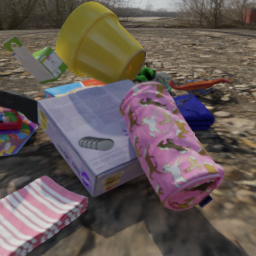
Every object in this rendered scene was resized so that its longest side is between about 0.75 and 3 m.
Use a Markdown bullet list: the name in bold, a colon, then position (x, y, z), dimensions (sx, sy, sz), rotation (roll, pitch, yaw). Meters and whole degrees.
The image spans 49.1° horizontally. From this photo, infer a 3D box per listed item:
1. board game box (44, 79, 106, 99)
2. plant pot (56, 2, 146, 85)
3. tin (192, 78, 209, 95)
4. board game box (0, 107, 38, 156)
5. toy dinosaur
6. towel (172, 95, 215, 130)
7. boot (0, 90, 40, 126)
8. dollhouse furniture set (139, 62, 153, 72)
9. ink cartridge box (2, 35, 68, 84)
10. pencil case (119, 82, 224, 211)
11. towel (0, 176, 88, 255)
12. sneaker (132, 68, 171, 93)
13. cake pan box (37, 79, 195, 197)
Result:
- **board game box**: position (-1.202, -0.964, 9.093), dimensions (2.213, 0.583, 2.892), rotation (-19, 25, -28)
- **plant pot**: position (-0.666, -2.236, 8.281), dimensions (2.016, 2.142, 2.142), rotation (37, 35, 13)
- **tin**: position (2.749, -1.583, 10.786), dimensions (0.173, 0.828, 0.463), rotation (48, 17, 12)
- **board game box**: position (-3.377, -0.232, 7.057), dimensions (1.895, 0.467, 2.399), rotation (22, 28, -6)
- **toy dinosaur**: position (1.854, -1.258, 7.944), dimensions (1.277, 0.739, 1.407), rotation (1, -25, -34)
- **towel**: position (1.573, -0.464, 8.586), dimensions (1.574, 0.528, 2.132), rotation (-5, 23, -1)
- **boot**: position (-2.662, -0.627, 7.608), dimensions (1.653, 0.577, 1.088), rotation (29, 8, -9)
- **dollhouse furniture set**: position (0.846, -2.826, 13.992), dimensions (0.678, 0.682, 0.967), rotation (-7, -5, -16)
- **ink cartridge box**: position (-2.521, -1.954, 7.620), dimensions (1.097, 1.484, 0.562), rotation (3, 51, 51)
- **pencil case**: position (0.664, 0.204, 5.028), dimensions (1.079, 1.032, 2.493), rotation (12, 37, -35)
- **towel**: position (-1.691, 1.398, 4.544), dimensions (1.294, 0.265, 1.769), rotation (16, 29, 34)
- **sneaker**: position (0.982, -1.784, 10.755), dimensions (1.037, 1.132, 2.658), rotation (11, 25, 24)
- **cake pan box**: position (-0.270, -0.037, 6.338), dimensions (2.751, 0.720, 2.534), rotation (-21, 50, -34)
